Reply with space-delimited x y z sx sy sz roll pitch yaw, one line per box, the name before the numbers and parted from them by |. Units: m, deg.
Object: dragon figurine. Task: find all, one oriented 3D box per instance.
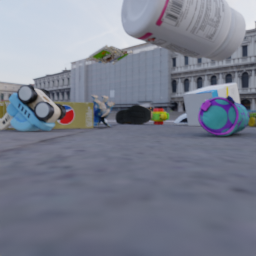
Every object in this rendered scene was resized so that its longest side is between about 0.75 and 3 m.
dragon figurine | -0.985 -0.393 9.979 0.753 1.273 2.560 1 21 -22

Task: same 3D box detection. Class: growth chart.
growth chart | -0.771 -2.868 11.117 1.211 0.148 1.674 -28 -14 35

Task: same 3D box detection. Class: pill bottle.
pill bottle | 1.406 -2.633 6.816 2.855 1.618 1.618 8 -3 -32

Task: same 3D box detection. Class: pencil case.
pencil case | 1.895 -0.229 5.429 0.692 0.752 1.627 -41 -18 23

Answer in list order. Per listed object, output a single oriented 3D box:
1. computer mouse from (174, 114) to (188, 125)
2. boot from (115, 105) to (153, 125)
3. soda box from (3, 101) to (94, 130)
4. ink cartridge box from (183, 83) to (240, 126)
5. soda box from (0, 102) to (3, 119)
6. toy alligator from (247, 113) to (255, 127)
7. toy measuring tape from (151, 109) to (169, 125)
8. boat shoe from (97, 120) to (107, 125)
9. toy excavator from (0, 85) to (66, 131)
computer mouse | 3.529 -0.419 13.463 2.646 0.581 1.451 0 3 4
boot | 0.804 -0.626 15.105 1.816 1.017 2.626 5 -1 -39
soda box | -2.424 -0.389 8.645 2.623 0.839 0.888 0 3 -23
ink cartridge box | 3.671 -1.018 12.155 1.999 1.446 1.472 -20 13 -37
soda box | -5.977 -0.533 10.360 0.955 1.010 2.983 1 2 28
toy alligator | 4.886 -0.288 10.350 0.723 0.524 2.182 -1 2 -13
toy measuring tape | 1.479 -0.594 15.003 0.918 0.918 2.495 0 2 -10
boat shoe | -1.880 -0.491 15.310 1.827 0.597 0.672 1 2 38
toy excavator | -2.783 -0.313 7.019 1.763 1.813 0.906 44 8 7
